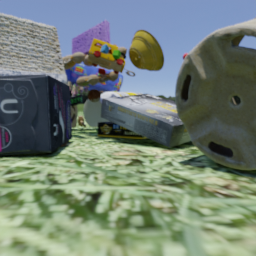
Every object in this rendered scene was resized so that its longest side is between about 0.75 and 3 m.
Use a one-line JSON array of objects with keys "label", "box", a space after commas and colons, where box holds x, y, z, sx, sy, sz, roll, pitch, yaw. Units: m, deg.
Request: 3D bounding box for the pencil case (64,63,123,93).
[{"label": "pencil case", "box": [-1.459, -1.898, 10.924, 2.527, 1.097, 0.986, 12, -33, -19]}]

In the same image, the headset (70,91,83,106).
[{"label": "headset", "box": [-2.757, -0.864, 10.202, 2.546, 1.196, 1.572, 9, 17, 38]}]

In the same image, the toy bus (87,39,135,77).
[{"label": "toy bus", "box": [-0.496, -2.010, 7.820, 1.215, 0.665, 1.287, 3, -21, 35]}]

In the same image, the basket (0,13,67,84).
[{"label": "basket", "box": [-3.230, -1.866, 7.886, 2.207, 1.775, 2.187, -1, -7, -44]}]

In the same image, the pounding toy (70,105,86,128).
[{"label": "pounding toy", "box": [-2.243, -0.528, 10.926, 1.138, 1.134, 1.984, -2, 5, 19]}]

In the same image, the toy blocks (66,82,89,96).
[{"label": "toy blocks", "box": [-1.824, -1.188, 9.740, 0.761, 0.640, 0.711, 9, -4, -20]}]

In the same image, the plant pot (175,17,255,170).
[{"label": "plant pot", "box": [2.337, -0.642, 4.584, 2.696, 2.945, 2.945, -19, 16, -41]}]

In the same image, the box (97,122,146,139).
[{"label": "box", "box": [0.187, 0.015, 8.795, 1.535, 0.474, 1.923, 4, 6, 28]}]

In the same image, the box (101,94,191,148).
[{"label": "box", "box": [0.709, -0.303, 7.114, 2.277, 0.550, 1.803, 24, 24, 39]}]

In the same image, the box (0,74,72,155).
[{"label": "box", "box": [-2.039, -0.299, 6.056, 1.262, 1.455, 2.380, -2, 3, -3]}]

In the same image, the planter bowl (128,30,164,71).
[{"label": "planter bowl", "box": [0.417, -2.220, 8.568, 0.576, 1.383, 1.383, -36, 19, -20]}]

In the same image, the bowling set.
[{"label": "bowling set", "box": [-0.868, -1.662, 8.803, 2.299, 1.600, 1.234, -24, 15, -35]}]

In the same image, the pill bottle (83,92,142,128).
[{"label": "pill bottle", "box": [-0.350, -0.629, 10.591, 1.461, 1.461, 2.625, 4, 6, 42]}]

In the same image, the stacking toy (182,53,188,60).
[{"label": "stacking toy", "box": [2.477, -2.459, 11.280, 0.520, 1.218, 0.520, -8, -22, -3]}]

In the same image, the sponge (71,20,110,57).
[{"label": "sponge", "box": [-1.235, -2.809, 9.103, 1.498, 0.836, 0.223, -17, -23, 31]}]
